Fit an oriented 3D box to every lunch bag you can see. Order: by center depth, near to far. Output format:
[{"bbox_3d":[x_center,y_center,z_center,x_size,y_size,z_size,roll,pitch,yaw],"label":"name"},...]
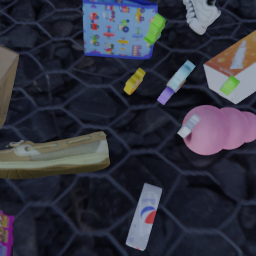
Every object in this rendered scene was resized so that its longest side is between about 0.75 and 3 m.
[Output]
[{"bbox_3d":[-0.116,-2.592,7.335,1.948,1.467,0.916,13,44,7],"label":"lunch bag"}]

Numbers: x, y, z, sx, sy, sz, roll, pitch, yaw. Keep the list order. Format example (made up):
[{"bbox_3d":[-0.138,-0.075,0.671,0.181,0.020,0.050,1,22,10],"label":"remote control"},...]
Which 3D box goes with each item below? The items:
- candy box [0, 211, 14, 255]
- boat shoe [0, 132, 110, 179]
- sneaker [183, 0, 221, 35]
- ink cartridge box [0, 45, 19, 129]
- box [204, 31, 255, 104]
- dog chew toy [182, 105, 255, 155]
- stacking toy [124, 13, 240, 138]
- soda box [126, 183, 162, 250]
[{"bbox_3d":[-3.153,2.110,5.537,0.534,1.750,1.193,-33,43,14],"label":"candy box"},{"bbox_3d":[-1.436,0.447,4.907,2.221,0.810,0.699,-3,71,-16],"label":"boat shoe"},{"bbox_3d":[2.206,-4.083,8.761,0.880,0.950,2.343,7,61,-39],"label":"sneaker"},{"bbox_3d":[-2.850,-0.101,4.826,0.892,2.374,1.956,25,52,-15],"label":"ink cartridge box"},{"bbox_3d":[2.815,-1.474,6.687,1.613,0.786,1.003,-34,40,-5],"label":"box"},{"bbox_3d":[2.784,0.028,8.149,2.286,1.424,1.424,-4,63,-10],"label":"dog chew toy"},{"bbox_3d":[0.991,-0.941,6.250,2.033,2.696,0.634,39,69,5],"label":"stacking toy"},{"bbox_3d":[0.429,2.325,7.380,0.507,0.546,1.600,17,63,8],"label":"soda box"}]
